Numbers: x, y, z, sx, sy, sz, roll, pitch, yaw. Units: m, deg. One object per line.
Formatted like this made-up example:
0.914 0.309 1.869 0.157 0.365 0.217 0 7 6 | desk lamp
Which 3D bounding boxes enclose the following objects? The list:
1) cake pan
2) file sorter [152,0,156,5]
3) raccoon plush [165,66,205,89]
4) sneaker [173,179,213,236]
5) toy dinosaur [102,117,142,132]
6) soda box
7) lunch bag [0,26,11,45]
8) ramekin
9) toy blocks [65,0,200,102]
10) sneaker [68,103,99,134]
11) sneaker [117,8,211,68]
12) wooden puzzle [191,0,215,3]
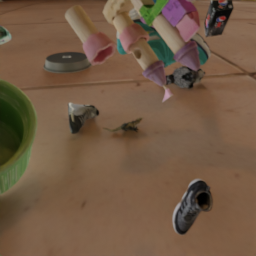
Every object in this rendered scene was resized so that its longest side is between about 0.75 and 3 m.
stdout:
-2.925 -3.199 13.485 2.301 0.422 2.301 0 30 0 | cake pan
0.575 -2.971 7.785 0.802 1.156 0.709 -25 21 -3 | file sorter
2.201 -2.202 11.435 1.809 0.875 1.212 16 26 27 | raccoon plush
0.828 1.051 3.605 0.298 0.790 0.449 25 -2 -1 | sneaker
-0.050 -0.029 8.147 1.271 0.302 0.560 -15 19 -23 | toy dinosaur
2.450 -3.045 7.688 0.501 0.448 1.416 -8 -9 5 | soda box
-3.578 -2.412 7.052 1.161 0.708 0.989 9 7 -18 | lunch bag
-3.281 0.256 5.795 2.668 1.303 2.668 9 51 -11 | ramekin
0.510 -1.319 3.228 1.726 1.613 1.453 -29 81 -41 | toy blocks
-1.319 -0.371 8.438 0.937 0.609 1.623 -4 29 -12 | sneaker
0.883 -1.991 6.988 2.852 1.136 1.105 8 9 -35 | sneaker
2.303 -3.474 6.475 1.750 0.326 1.619 0 62 13 | wooden puzzle
